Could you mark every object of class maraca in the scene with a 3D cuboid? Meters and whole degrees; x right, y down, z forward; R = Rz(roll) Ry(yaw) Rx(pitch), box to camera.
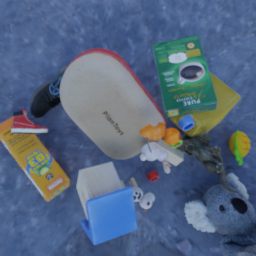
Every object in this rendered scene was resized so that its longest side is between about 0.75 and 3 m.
[{"bbox_3d":[3.199,0.568,8.054,0.569,0.730,1.064,-14,41,37],"label":"maraca"}]

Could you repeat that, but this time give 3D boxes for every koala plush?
[{"bbox_3d":[2.884,2.543,7.226,2.285,2.368,2.576,-34,59,-16],"label":"koala plush"}]

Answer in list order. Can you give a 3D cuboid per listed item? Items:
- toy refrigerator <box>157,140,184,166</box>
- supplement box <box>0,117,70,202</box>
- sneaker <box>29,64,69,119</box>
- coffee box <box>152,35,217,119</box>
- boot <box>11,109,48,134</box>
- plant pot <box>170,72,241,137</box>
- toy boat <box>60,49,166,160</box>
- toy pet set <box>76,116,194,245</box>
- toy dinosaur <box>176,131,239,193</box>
[{"bbox_3d":[1.094,0.667,7.869,0.918,0.348,0.321,31,38,-13],"label":"toy refrigerator"},{"bbox_3d":[-2.670,0.832,7.871,0.817,0.845,2.457,-37,81,-26],"label":"supplement box"},{"bbox_3d":[-2.093,-1.024,8.233,0.801,0.716,1.955,32,78,26],"label":"sneaker"},{"bbox_3d":[1.403,-1.342,7.224,1.306,0.467,2.124,-11,65,5],"label":"coffee box"},{"bbox_3d":[-2.647,-0.177,7.591,0.939,0.340,0.677,4,79,-10],"label":"boot"},{"bbox_3d":[1.956,-0.535,7.794,1.329,1.338,1.369,43,64,14],"label":"plant pot"},{"bbox_3d":[-0.343,-0.722,7.218,1.882,1.886,2.885,-29,117,21],"label":"toy boat"},{"bbox_3d":[0.255,1.389,6.352,2.657,2.846,1.511,-13,57,-23],"label":"toy pet set"},{"bbox_3d":[2.143,0.758,7.522,2.299,1.176,0.885,37,89,19],"label":"toy dinosaur"}]
